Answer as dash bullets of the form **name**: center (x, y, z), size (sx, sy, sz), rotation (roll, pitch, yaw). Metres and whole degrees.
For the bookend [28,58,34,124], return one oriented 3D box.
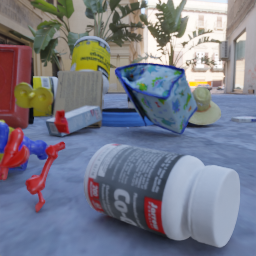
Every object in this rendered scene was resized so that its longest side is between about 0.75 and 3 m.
- **bookend**: center (-3.934, -1.329, 9.726), size (0.983, 2.120, 2.133), rotation (-2, 10, -26)

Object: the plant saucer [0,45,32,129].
- **plant saucer**: center (-4.299, -1.331, 8.134), size (2.711, 2.706, 0.497), rotation (0, -15, -8)

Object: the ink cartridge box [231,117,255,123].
- **ink cartridge box**: center (4.133, -0.317, 10.024), size (0.741, 0.163, 0.755), rotation (-2, 10, -7)

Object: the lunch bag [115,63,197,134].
- **lunch bag**: center (0.603, -0.784, 6.945), size (1.783, 1.136, 1.516), rotation (24, -21, 36)

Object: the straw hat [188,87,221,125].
- **straw hat**: center (2.236, -0.873, 8.736), size (1.668, 0.706, 1.668), rotation (5, 40, -4)

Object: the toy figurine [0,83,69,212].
- **toy figurine**: center (-2.054, 0.384, 3.644), size (2.679, 1.413, 1.605), rotation (2, -20, -2)

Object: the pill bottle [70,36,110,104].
- **pill bottle**: center (-1.394, -1.990, 10.268), size (1.442, 2.565, 1.442), rotation (0, -32, 0)

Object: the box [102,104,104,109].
- **box**: center (-1.322, -1.071, 11.677), size (0.324, 1.078, 0.629), rotation (-14, 9, -25)

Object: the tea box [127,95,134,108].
- **tea box**: center (0.749, -1.719, 12.615), size (1.397, 2.056, 2.090), rotation (-6, 8, -9)

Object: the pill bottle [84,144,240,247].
- **pill bottle**: center (0.261, 0.537, 2.406), size (1.194, 0.680, 0.680), rotation (6, 11, 37)

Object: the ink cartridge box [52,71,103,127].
- **ink cartridge box**: center (-1.493, -0.897, 8.648), size (1.391, 1.689, 0.634), rotation (1, -23, 1)

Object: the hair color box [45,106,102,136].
- **hair color box**: center (-1.398, -0.202, 7.358), size (1.313, 0.398, 0.650), rotation (-26, 21, -39)

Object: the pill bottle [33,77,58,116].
- **pill bottle**: center (-4.376, -1.297, 11.575), size (2.929, 1.647, 1.647), rotation (-3, 9, -21)

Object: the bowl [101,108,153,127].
- **bowl**: center (-0.160, -0.403, 9.631), size (2.248, 0.441, 2.248), rotation (0, 9, 0)
